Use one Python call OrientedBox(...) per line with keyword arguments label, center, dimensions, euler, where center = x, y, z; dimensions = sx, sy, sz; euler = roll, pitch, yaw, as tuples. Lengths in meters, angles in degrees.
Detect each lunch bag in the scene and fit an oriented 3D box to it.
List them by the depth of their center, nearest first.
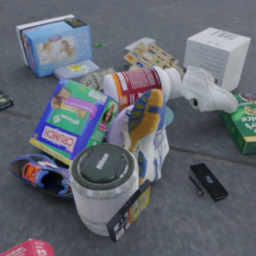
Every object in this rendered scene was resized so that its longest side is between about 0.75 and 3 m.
OrientedBox(label="lunch bag", center=(-1.153, -1.608, 11.127), dimensions=(1.628, 0.957, 1.335), euler=(-17, 44, -10))

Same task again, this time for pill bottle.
OrientedBox(label="pill bottle", center=(0.516, -1.385, 10.057), dimensions=(2.581, 1.458, 1.458), euler=(-13, 41, -12))

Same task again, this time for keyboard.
OrientedBox(label="keyboard", center=(2.154, 1.530, 7.939), dimensions=(0.847, 0.137, 1.332), euler=(-7, 38, -21))

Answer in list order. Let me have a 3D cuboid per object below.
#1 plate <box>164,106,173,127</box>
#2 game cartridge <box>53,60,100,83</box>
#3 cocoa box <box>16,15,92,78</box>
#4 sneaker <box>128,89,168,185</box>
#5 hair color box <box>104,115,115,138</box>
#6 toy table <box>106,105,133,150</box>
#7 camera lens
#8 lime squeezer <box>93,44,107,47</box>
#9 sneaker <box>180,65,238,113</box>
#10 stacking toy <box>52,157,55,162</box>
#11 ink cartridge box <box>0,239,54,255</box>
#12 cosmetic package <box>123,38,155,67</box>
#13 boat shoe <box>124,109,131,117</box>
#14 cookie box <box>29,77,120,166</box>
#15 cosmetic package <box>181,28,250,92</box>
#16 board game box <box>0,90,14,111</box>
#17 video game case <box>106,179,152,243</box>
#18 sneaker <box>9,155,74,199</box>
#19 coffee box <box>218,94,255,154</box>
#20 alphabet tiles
OrientedBox(label="plate", center=(0.870, -0.536, 10.359), dimensions=(1.600, 0.205, 1.600), euler=(-1, 42, 1))
OrientedBox(label="game cartridge", center=(-2.274, -2.543, 12.728), dimensions=(1.877, 0.380, 1.251), euler=(-24, 49, -26))
OrientedBox(label="cocoa box", center=(-3.368, -3.877, 13.094), dimensions=(2.820, 1.881, 1.851), euler=(-25, 46, -27))
OrientedBox(label="sneaker", center=(0.623, 0.261, 7.791), dimensions=(1.150, 2.609, 0.982), euler=(8, 7, -46))
OrientedBox(label="hair color box", center=(-1.435, -0.544, 9.681), dimensions=(2.026, 1.107, 0.656), euler=(23, 45, 25))
OrientedBox(label="toy table", center=(0.218, 0.067, 8.812), dimensions=(0.967, 1.518, 1.652), euler=(28, 79, 44))
OrientedBox(label="camera lens", center=(-0.526, 1.439, 6.622), dimensions=(1.527, 1.909, 1.527), euler=(-1, 40, 1))
OrientedBox(label="lime squeezer", center=(-1.581, -4.499, 15.278), dimensions=(0.846, 0.159, 0.299), euler=(9, 10, 12))
OrientedBox(label="sneaker", center=(2.526, -0.964, 8.949), dimensions=(2.625, 1.052, 0.923), euler=(26, 4, -37))
OrientedBox(label="stacking toy", center=(-2.589, 1.111, 8.376), dimensions=(0.625, 0.195, 0.829), euler=(3, 35, 4))
OrientedBox(label="ink cartridge box", center=(-1.843, 3.242, 4.639), dimensions=(1.581, 0.917, 2.142), euler=(-27, 58, -6))
OrientedBox(label="cosmetic package", center=(0.579, -3.660, 13.618), dimensions=(0.777, 0.921, 1.723), euler=(23, 43, 28))
OrientedBox(label="boat shoe", center=(0.390, -0.356, 8.557), dimensions=(1.034, 0.374, 0.374), euler=(28, 78, 12))
OrientedBox(label="cookie box", center=(-1.620, -0.132, 8.436), dimensions=(1.928, 0.847, 2.254), euler=(24, 87, 26))
OrientedBox(label="cosmetic package", center=(3.428, -2.540, 11.235), dimensions=(1.792, 2.174, 1.793), euler=(29, 46, 33))
OrientedBox(label="board game box", center=(-5.768, -1.171, 11.069), dimensions=(1.526, 0.318, 2.255), euler=(-33, 50, -33))
OrientedBox(label="video game case", center=(0.035, 1.709, 5.682), dimensions=(0.164, 1.285, 1.161), euler=(36, 65, 21))
OrientedBox(label="sneaker", center=(-2.246, 1.244, 7.454), dimensions=(2.276, 0.893, 0.858), euler=(13, 86, 17))
OrientedBox(label="coffee box", center=(4.279, -0.247, 9.723), dimensions=(1.659, 0.593, 2.697), euler=(-2, 40, -3))
OrientedBox(label="alphabet tiles", center=(1.193, -2.765, 12.380), dimensions=(2.472, 0.094, 2.971), euler=(34, 44, 1))
